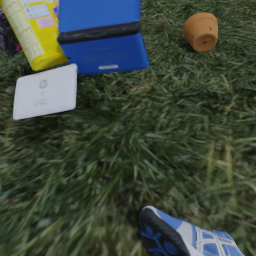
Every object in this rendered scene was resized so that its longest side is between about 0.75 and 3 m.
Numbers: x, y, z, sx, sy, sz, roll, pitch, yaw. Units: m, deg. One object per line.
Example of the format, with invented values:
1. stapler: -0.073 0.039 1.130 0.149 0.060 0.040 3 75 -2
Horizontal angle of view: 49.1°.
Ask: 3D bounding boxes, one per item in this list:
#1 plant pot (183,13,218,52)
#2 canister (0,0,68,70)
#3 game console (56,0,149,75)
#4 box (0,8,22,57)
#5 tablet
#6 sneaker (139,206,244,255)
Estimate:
1. plant pot: 3.152 -3.959 11.940 1.469 1.469 1.028 -2 58 -3
2. canister: -2.055 -2.464 6.627 1.406 1.894 0.820 -28 4 -32
3. game console: -0.512 -2.137 6.150 1.852 1.581 1.096 -1 54 19
4. box: -3.020 -3.168 7.946 1.090 1.255 1.900 40 61 3
5. tablet: -1.935 -0.821 6.451 1.693 0.116 1.102 -8 71 20
6. sneaker: 1.292 2.273 5.169 2.512 0.951 0.968 34 44 21
